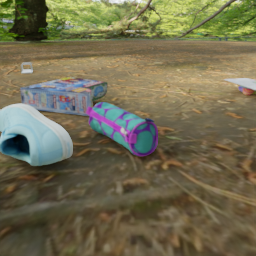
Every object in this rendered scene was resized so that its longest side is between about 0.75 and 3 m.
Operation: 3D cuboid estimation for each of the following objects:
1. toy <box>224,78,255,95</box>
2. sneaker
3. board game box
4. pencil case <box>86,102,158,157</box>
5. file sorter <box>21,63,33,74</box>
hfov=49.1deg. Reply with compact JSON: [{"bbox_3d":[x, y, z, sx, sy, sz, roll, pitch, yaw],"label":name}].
[{"bbox_3d":[4.816,-1.511,10.843,1.174,0.481,2.039,-6,21,-23],"label":"toy"},{"bbox_3d":[-2.350,0.095,5.954,2.544,0.941,1.043,16,22,38],"label":"sneaker"},{"bbox_3d":[-1.821,-1.065,9.309,2.343,0.723,2.345,14,25,30],"label":"board game box"},{"bbox_3d":[-0.169,-0.038,6.467,0.879,0.810,1.903,17,6,-40],"label":"pencil case"},{"bbox_3d":[-5.678,-3.375,15.715,0.560,0.503,0.808,-5,21,-13],"label":"file sorter"}]
